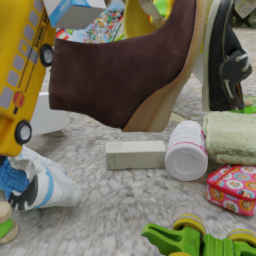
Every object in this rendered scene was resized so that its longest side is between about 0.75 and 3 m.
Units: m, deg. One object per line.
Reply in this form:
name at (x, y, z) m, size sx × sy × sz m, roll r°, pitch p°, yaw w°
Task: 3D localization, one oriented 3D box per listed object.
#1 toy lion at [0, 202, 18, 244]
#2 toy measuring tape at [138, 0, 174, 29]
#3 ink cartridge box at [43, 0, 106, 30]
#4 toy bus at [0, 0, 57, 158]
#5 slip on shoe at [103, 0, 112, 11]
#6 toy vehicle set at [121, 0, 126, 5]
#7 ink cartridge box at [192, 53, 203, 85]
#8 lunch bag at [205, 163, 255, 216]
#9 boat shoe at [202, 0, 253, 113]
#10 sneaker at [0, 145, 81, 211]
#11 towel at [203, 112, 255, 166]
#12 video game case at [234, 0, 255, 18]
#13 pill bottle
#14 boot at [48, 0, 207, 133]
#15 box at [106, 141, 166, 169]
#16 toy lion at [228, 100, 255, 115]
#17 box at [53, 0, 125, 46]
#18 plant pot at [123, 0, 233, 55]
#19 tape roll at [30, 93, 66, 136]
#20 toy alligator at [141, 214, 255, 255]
toy lion at (-2.758, 1.496, 4.208) m, size 1.635 × 0.561 × 1.567 m, roll 20°, pitch 38°, yaw 37°
toy measuring tape at (0.732, -2.783, 6.412) m, size 0.848 × 0.848 × 2.304 m, roll 11°, pitch 3°, yaw 23°
ink cartridge box at (-0.840, -1.968, 4.066) m, size 0.618 × 0.840 × 0.607 m, roll -17°, pitch -5°, yaw -44°
toy bus at (-1.789, -0.830, 4.166) m, size 0.781 × 2.400 × 0.940 m, roll 7°, pitch -15°, yaw 19°
slip on shoe at (-0.619, -3.599, 7.353) m, size 0.458 × 0.575 × 1.512 m, roll -20°, pitch -2°, yaw -35°
toy vehicle set at (-0.110, -5.148, 9.702) m, size 1.249 × 0.267 × 2.011 m, roll 3°, pitch -22°, yaw -31°
ink cartridge box at (2.293, -1.949, 7.709) m, size 0.297 × 1.355 × 1.367 m, roll 6°, pitch 43°, yaw -39°
lunch bag at (2.020, 1.041, 5.195) m, size 1.074 × 0.500 × 1.220 m, roll 17°, pitch 28°, yaw 42°
boat shoe at (1.560, -1.075, 4.363) m, size 0.755 × 2.234 × 0.802 m, roll 11°, pitch 56°, yaw 23°
sneaker at (-1.763, 0.911, 5.227) m, size 1.124 × 0.972 × 2.594 m, roll 24°, pitch -2°, yaw -39°
towel at (2.771, 0.190, 5.810) m, size 2.380 × 0.434 × 1.766 m, roll 6°, pitch 30°, yaw 8°
video game case at (3.668, -4.104, 7.714) m, size 1.722 × 1.892 × 0.217 m, roll 7°, pitch 49°, yaw -51°
pill bottle at (1.293, 0.421, 6.093) m, size 0.834 × 0.834 × 1.472 m, roll 6°, pitch 25°, yaw 12°
boot at (-0.115, -1.077, 4.273) m, size 2.066 × 2.484 × 0.899 m, roll 14°, pitch 28°, yaw -5°
box at (0.159, 0.592, 6.189) m, size 1.300 × 0.445 × 0.534 m, roll 0°, pitch 24°, yaw -2°
toy lion at (3.713, -0.529, 8.065) m, size 1.530 × 0.525 × 1.467 m, roll -10°, pitch -3°, yaw 14°
box at (-1.038, -3.185, 9.411) m, size 2.851 × 1.569 × 0.495 m, roll -47°, pitch 11°, yaw -22°
plant pot at (1.470, -2.914, 7.053) m, size 1.961 × 2.762 × 2.762 m, roll 8°, pitch 15°, yaw -39°
tape roll at (-2.899, -0.388, 7.048) m, size 2.623 × 0.917 × 2.623 m, roll -3°, pitch 9°, yaw 0°
toy alligator at (1.455, 1.775, 3.372) m, size 2.723 × 0.654 × 0.903 m, roll 12°, pitch 26°, yaw 15°
